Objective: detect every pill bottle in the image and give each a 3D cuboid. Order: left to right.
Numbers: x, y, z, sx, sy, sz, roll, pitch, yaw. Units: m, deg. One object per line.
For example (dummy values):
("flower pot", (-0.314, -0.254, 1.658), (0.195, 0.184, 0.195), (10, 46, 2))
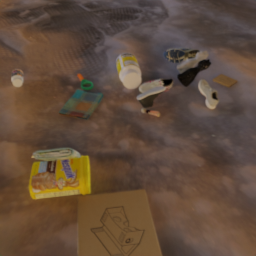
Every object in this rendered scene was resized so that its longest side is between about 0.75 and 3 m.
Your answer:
("pill bottle", (-5.352, -2.400, 13.538), (0.546, 0.546, 0.938), (-11, 41, -13))
("pill bottle", (0.037, -2.748, 13.530), (1.061, 1.061, 1.857), (-5, 42, -7))

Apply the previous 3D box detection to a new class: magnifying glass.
("magnifying glass", (-2.156, -2.265, 13.683), (0.574, 0.161, 1.441), (-19, 42, -21))

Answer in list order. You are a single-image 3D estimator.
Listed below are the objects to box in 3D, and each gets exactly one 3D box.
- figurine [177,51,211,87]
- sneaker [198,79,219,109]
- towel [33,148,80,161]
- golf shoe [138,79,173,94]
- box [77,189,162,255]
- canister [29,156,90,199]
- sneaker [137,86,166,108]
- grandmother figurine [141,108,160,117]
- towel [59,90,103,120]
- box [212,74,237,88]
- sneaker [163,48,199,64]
("figurine", (3.178, -2.941, 13.369), (1.620, 0.715, 1.660), (-34, 27, 30))
("sneaker", (3.546, -1.566, 12.074), (0.543, 0.659, 1.434), (-9, 66, -22))
("towel", (-2.299, 0.870, 9.137), (1.292, 1.106, 0.311), (-3, 81, 2))
("golf shoe", (1.246, -1.943, 12.654), (1.626, 0.749, 0.590), (-14, 74, -17))
("box", (-0.290, 2.800, 7.450), (2.067, 0.269, 2.529), (-5, 39, -6))
("canister", (-2.060, 1.525, 8.637), (1.718, 0.744, 1.276), (-6, 40, -5))
("sneaker", (1.044, -1.272, 11.782), (1.269, 0.629, 0.449), (-24, 31, 6))
("grandmother figurine", (0.921, -0.652, 11.615), (0.781, 0.237, 0.474), (17, 4, 15))
("towel", (-2.005, -1.060, 12.184), (1.359, 0.201, 1.853), (11, 41, 14))
("box", (4.771, -2.321, 13.790), (0.772, 0.100, 0.944), (-31, 49, -32))
("sneaker", (2.881, -4.063, 15.521), (2.049, 0.789, 0.873), (-2, 29, -14))
